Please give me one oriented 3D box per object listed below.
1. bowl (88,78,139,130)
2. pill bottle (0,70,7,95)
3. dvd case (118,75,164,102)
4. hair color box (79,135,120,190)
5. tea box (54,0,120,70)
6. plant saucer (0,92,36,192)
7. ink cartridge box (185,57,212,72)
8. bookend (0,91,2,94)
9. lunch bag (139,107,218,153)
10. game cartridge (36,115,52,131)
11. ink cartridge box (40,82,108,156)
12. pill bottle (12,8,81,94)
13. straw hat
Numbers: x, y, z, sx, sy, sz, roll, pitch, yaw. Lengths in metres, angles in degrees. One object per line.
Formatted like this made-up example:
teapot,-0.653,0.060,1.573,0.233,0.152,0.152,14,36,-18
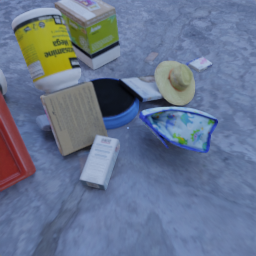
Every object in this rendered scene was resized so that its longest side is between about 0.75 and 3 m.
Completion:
bowl,-0.761,-0.883,9.230,2.248,0.441,2.248,0,46,0
pill bottle,-5.441,-1.089,8.593,1.647,1.647,2.929,31,53,26
dvd case,0.771,-1.394,9.539,1.855,0.163,1.324,-14,44,-35
hair color box,-0.712,0.885,7.331,0.650,0.398,1.313,11,61,13
tea box,-1.524,-3.773,10.823,1.397,2.056,2.090,-34,53,-23
plant saucer,-3.695,0.634,6.177,2.711,2.706,0.497,-28,29,-26
ink cartridge box,2.786,-2.542,11.036,0.741,0.163,0.755,-29,54,-24
bookend,-4.156,-0.316,7.424,2.133,2.120,0.983,27,50,22
lunch bag,1.187,-0.065,7.366,1.783,1.136,1.516,17,5,-3
game cartridge,-2.124,-0.199,8.439,1.142,0.233,0.760,-7,26,-32
ink cartridge box,-1.476,-0.289,7.774,1.391,1.689,0.634,-21,19,-20
pill bottle,-2.260,-2.012,8.267,1.442,2.565,1.442,-19,9,3
straw hat,1.726,-1.638,9.132,1.668,0.706,1.668,7,70,-19
